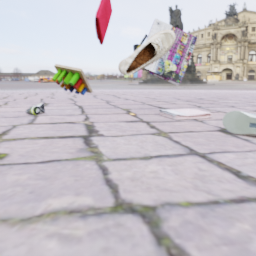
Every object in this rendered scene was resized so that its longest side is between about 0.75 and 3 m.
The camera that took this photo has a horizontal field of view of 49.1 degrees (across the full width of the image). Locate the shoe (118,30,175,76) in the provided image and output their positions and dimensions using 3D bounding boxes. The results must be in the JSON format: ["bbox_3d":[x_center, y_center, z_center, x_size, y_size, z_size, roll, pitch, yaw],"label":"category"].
[{"bbox_3d":[0.537,-1.912,7.289,1.743,0.609,0.465,-36,22,3],"label":"shoe"}]

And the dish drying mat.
[{"bbox_3d":[-0.755,-3.444,8.544,0.203,0.856,2.228,-1,45,7],"label":"dish drying mat"}]

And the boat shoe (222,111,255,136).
[{"bbox_3d":[4.009,-0.050,8.834,0.773,0.757,2.169,13,2,-33],"label":"boat shoe"}]

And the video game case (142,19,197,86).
[{"bbox_3d":[1.867,-3.649,13.542,2.292,2.528,0.453,21,-5,-6],"label":"video game case"}]

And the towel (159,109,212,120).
[{"bbox_3d":[2.658,-0.684,13.363,1.858,0.314,1.945,-3,11,-18],"label":"towel"}]

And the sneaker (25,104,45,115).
[{"bbox_3d":[-4.746,-0.962,14.411,0.589,0.538,1.456,-2,8,9],"label":"sneaker"}]

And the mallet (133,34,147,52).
[{"bbox_3d":[0.570,-3.924,12.877,0.328,0.525,1.593,-5,-16,-17],"label":"mallet"}]

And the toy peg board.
[{"bbox_3d":[-1.367,-1.049,6.635,0.781,0.382,0.778,16,-28,24],"label":"toy peg board"}]
